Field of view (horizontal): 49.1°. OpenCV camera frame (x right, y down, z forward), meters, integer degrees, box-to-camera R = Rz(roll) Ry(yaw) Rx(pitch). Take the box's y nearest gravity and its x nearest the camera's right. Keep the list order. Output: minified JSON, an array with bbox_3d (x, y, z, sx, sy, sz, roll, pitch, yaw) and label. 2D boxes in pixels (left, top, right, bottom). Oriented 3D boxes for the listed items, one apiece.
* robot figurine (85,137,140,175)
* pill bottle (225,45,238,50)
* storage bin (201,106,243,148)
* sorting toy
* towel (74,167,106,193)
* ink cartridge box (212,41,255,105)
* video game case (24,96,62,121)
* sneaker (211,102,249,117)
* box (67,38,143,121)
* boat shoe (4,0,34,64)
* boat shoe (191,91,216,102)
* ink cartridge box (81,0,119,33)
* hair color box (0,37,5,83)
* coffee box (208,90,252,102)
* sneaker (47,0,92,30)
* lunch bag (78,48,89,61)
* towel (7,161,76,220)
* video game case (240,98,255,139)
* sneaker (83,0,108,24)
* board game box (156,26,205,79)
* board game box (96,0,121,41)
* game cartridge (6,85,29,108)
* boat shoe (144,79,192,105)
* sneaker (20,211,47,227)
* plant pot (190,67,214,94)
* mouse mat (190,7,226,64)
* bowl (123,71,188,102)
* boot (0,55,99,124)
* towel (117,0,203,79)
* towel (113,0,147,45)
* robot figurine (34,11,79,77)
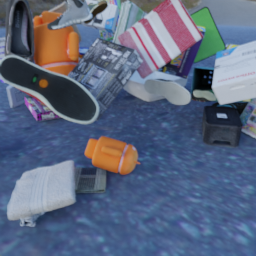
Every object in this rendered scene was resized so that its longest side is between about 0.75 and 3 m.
[{"bbox_3d":[-0.417,0.801,8.118,1.595,1.147,0.930,17,39,6],"label":"robot figurine"},{"bbox_3d":[8.209,-5.381,20.560,2.204,1.234,1.234,21,33,37],"label":"pill bottle"},{"bbox_3d":[3.364,-0.101,10.213,1.204,0.835,1.781,5,26,10],"label":"storage bin"},{"bbox_3d":[-2.847,-3.500,10.474,2.006,1.856,0.366,-36,62,-8],"label":"sorting toy"},{"bbox_3d":[-1.148,1.462,7.804,1.083,0.194,1.125,2,24,-2],"label":"towel"},{"bbox_3d":[3.345,-1.671,8.413,1.335,0.783,1.823,-10,43,33],"label":"ink cartridge box"},{"bbox_3d":[-3.314,-1.008,12.449,2.058,0.407,2.271,-11,28,-29],"label":"video game case"},{"bbox_3d":[4.374,-0.613,11.143,2.264,0.829,0.927,1,8,24],"label":"sneaker"},{"bbox_3d":[-0.862,-1.449,7.934,1.691,0.534,2.145,29,80,38],"label":"box"},{"bbox_3d":[-3.236,-2.551,8.346,0.849,2.538,0.723,-5,21,-26],"label":"boat shoe"},{"bbox_3d":[2.461,-1.021,9.200,0.907,0.284,0.332,5,64,-21],"label":"boat shoe"},{"bbox_3d":[-1.127,-4.449,11.151,1.311,0.951,0.549,15,7,6],"label":"ink cartridge box"},{"bbox_3d":[-3.869,-2.172,8.905,0.723,1.323,0.429,-26,27,-32],"label":"hair color box"},{"bbox_3d":[3.970,-1.287,11.246,1.369,0.490,2.227,2,6,7],"label":"coffee box"},{"bbox_3d":[-1.223,-2.310,5.569,0.937,0.541,0.352,-21,27,-12],"label":"sneaker"},{"bbox_3d":[-1.479,-2.449,12.952,2.715,2.308,1.681,-6,29,-38],"label":"lunch bag"},{"bbox_3d":[-2.041,1.432,6.973,1.474,0.383,2.224,-14,17,-8],"label":"towel"},{"bbox_3d":[4.947,-0.383,9.986,0.221,1.698,1.866,21,12,-35],"label":"video game case"},{"bbox_3d":[-1.105,-3.815,8.902,1.070,0.480,0.359,-26,-18,38],"label":"sneaker"},{"bbox_3d":[1.983,-3.396,12.132,1.959,2.370,0.672,15,52,3],"label":"board game box"},{"bbox_3d":[-0.789,-4.721,12.042,1.211,1.799,0.262,-6,5,39],"label":"board game box"},{"bbox_3d":[-5.024,-1.703,13.225,0.326,1.062,1.595,13,28,21],"label":"game cartridge"},{"bbox_3d":[1.420,-1.285,9.583,0.581,0.712,1.926,-18,28,-41],"label":"boat shoe"},{"bbox_3d":[-2.112,2.003,6.501,0.844,0.317,0.485,-14,29,-15],"label":"sneaker"},{"bbox_3d":[4.176,-2.470,14.572,1.399,1.400,1.981,10,20,19],"label":"plant pot"},{"bbox_3d":[3.159,-4.027,12.374,1.665,2.069,0.078,-19,24,36],"label":"mouse mat"},{"bbox_3d":[1.183,-2.271,14.343,2.975,1.110,2.970,-16,30,-31],"label":"bowl"},{"bbox_3d":[-1.877,-0.907,7.103,2.452,0.888,1.769,30,-3,-10],"label":"boot"},{"bbox_3d":[0.884,-2.627,8.170,2.107,1.518,0.240,-32,-3,18],"label":"towel"},{"bbox_3d":[0.203,-3.341,9.992,0.348,1.694,2.270,23,14,22],"label":"towel"},{"bbox_3d":[-2.427,-2.507,9.403,1.830,2.544,1.484,-9,5,3],"label":"robot figurine"}]
